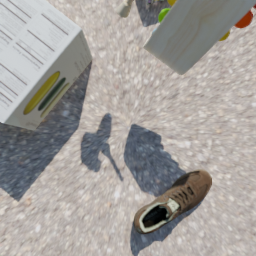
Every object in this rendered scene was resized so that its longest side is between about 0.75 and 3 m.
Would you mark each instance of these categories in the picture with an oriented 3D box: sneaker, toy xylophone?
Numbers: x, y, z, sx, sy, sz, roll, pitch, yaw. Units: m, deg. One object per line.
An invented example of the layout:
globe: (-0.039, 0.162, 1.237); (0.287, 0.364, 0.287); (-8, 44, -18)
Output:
sneaker: (1.185, 1.893, 6.922); (2.341, 0.884, 0.824); (-37, 86, -3)
toy xylophone: (1.051, -2.101, 4.869); (1.998, 2.729, 0.686); (40, 52, -15)

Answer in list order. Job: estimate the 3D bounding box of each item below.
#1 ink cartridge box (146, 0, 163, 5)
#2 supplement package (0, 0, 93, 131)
ink cartridge box: (1.563, -4.442, 7.604); (2.572, 0.647, 1.401); (-16, 85, -3)
supplement package: (-2.461, -1.562, 6.688); (1.919, 1.933, 2.547); (38, 86, 3)
